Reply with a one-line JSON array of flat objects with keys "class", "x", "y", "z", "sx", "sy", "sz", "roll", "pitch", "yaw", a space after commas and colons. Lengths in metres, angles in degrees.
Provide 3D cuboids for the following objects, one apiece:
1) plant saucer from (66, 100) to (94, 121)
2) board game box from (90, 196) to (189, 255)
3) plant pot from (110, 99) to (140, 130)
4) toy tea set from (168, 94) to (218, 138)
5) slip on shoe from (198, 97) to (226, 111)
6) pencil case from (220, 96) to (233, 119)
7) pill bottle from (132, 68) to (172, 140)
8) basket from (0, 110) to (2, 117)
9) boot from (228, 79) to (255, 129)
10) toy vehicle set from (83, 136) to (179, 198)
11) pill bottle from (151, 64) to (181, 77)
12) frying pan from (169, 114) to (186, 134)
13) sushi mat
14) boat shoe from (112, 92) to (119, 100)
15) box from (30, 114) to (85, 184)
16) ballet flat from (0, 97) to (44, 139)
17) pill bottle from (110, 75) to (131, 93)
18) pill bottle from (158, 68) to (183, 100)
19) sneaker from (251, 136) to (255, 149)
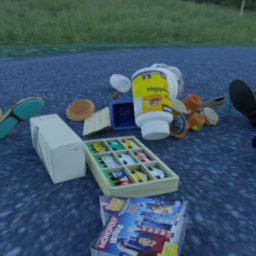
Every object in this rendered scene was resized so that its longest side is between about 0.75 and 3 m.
[{"class": "plant saucer", "x": -1.980, "y": -0.768, "z": 11.471, "sx": 1.182, "sy": 0.221, "sz": 1.182, "roll": -6, "pitch": 48, "yaw": 7}, {"class": "board game box", "x": 0.102, "y": 1.836, "z": 5.031, "sx": 1.729, "sy": 0.534, "sz": 1.730, "roll": 7, "pitch": 22, "yaw": 19}, {"class": "plant pot", "x": -0.115, "y": -0.580, "z": 10.596, "sx": 1.074, "sy": 1.074, "sz": 0.966, "roll": -5, "pitch": 16, "yaw": -1}, {"class": "toy tea set", "x": 2.122, "y": -0.343, "z": 10.531, "sx": 2.687, "sy": 0.994, "sz": 1.598, "roll": -18, "pitch": 62, "yaw": -43}, {"class": "slip on shoe", "x": 3.514, "y": -1.028, "z": 11.786, "sx": 1.308, "sy": 0.396, "sz": 0.497, "roll": -7, "pitch": 41, "yaw": -2}, {"class": "pencil case", "x": 4.037, "y": -0.842, "z": 11.245, "sx": 0.405, "sy": 0.877, "sz": 0.373, "roll": 18, "pitch": 18, "yaw": -13}, {"class": "pill bottle", "x": 0.803, "y": -0.778, "z": 9.347, "sx": 1.221, "sy": 2.235, "sz": 1.221, "roll": -5, "pitch": -19, "yaw": -2}, {"class": "basket", "x": -5.314, "y": -0.567, "z": 10.795, "sx": 0.660, "sy": 0.689, "sz": 0.925, "roll": 6, "pitch": 20, "yaw": 6}, {"class": "boot", "x": 4.801, "y": -1.021, "z": 10.740, "sx": 0.821, "sy": 2.370, "sz": 2.064, "roll": -32, "pitch": 4, "yaw": 37}, {"class": "toy vehicle set", "x": -0.117, "y": 0.950, "z": 7.460, "sx": 1.707, "sy": 0.364, "sz": 2.748, "roll": -6, "pitch": 22, "yaw": -22}, {"class": "pill bottle", "x": 2.185, "y": -3.232, "z": 17.186, "sx": 1.257, "sy": 1.257, "sz": 2.170, "roll": -8, "pitch": 22, "yaw": -20}, {"class": "frying pan", "x": 1.532, "y": -0.216, "z": 9.343, "sx": 0.176, "sy": 0.656, "sz": 1.084, "roll": 1, "pitch": 26, "yaw": -33}, {"class": "sushi mat", "x": -1.181, "y": -0.269, "z": 10.644, "sx": 1.059, "sy": 0.134, "sz": 2.213, "roll": -22, "pitch": 22, "yaw": 3}, {"class": "boat shoe", "x": -0.599, "y": -1.513, "z": 13.325, "sx": 0.268, "sy": 0.268, "sz": 0.762, "roll": -20, "pitch": 19, "yaw": 21}, {"class": "box", "x": -2.054, "y": 0.474, "z": 7.905, "sx": 0.867, "sy": 1.042, "sz": 2.536, "roll": -11, "pitch": 22, "yaw": -26}, {"class": "ballet flat", "x": -3.790, "y": -0.470, "z": 9.552, "sx": 2.078, "sy": 0.735, "sz": 0.735, "roll": -38, "pitch": 22, "yaw": 6}, {"class": "pill bottle", "x": -0.488, "y": -2.577, "z": 16.034, "sx": 0.856, "sy": 0.856, "sz": 1.510, "roll": -8, "pitch": 22, "yaw": -19}, {"class": "pill bottle", "x": 1.356, "y": -1.705, "z": 12.018, "sx": 1.720, "sy": 1.720, "sz": 2.969, "roll": 7, "pitch": 13, "yaw": 17}, {"class": "sneaker", "x": 4.362, "y": 0.832, "z": 7.123, "sx": 1.197, "sy": 1.069, "sz": 2.997, "roll": -11, "pitch": 19, "yaw": -8}]
